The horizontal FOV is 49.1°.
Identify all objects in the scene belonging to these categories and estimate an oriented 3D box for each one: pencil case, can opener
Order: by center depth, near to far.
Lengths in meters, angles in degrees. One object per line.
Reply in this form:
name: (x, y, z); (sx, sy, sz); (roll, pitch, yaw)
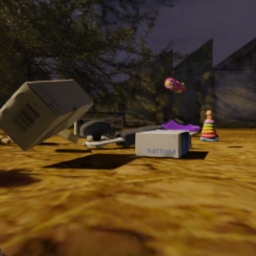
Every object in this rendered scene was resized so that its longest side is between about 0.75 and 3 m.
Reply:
can opener: (-0.124, 0.109, 9.340); (2.998, 1.002, 0.800); (-11, 8, -30)
pencil case: (1.623, -1.439, 9.610); (0.392, 0.392, 0.886); (1, -4, 40)

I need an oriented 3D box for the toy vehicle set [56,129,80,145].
toy vehicle set: (-2.358, -0.075, 8.240); (1.800, 0.239, 1.118); (26, -9, 8)

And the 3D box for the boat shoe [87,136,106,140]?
boat shoe: (-1.517, 0.442, 13.535); (0.911, 0.298, 0.335); (0, 1, -5)

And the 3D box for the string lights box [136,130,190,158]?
string lights box: (0.984, 0.388, 7.357); (1.038, 0.595, 2.020); (0, 1, 19)

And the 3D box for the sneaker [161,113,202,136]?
sneaker: (3.213, -0.215, 17.557); (2.960, 1.472, 1.029); (0, 0, 44)

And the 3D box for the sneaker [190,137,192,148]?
sneaker: (1.507, 0.394, 9.241); (1.326, 0.545, 0.490); (-2, 2, 38)

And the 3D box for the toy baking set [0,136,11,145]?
toy baking set: (-4.686, -0.190, 11.195); (2.790, 2.141, 0.325); (1, -43, 37)

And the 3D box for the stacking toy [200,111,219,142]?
stacking toy: (3.662, -0.083, 12.557); (0.799, 1.377, 0.756); (0, 1, 12)

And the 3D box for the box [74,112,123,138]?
box: (-1.609, -0.168, 15.491); (2.657, 1.462, 0.461); (0, 2, -17)

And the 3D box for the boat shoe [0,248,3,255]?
boat shoe: (-1.948, 0.300, 1.550); (2.980, 0.966, 1.072); (0, 1, 28)

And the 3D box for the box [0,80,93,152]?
box: (-1.684, -0.409, 6.238); (1.057, 0.879, 2.572); (-43, 2, 14)

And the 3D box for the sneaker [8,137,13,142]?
sneaker: (-3.890, 0.160, 11.315); (1.051, 0.939, 2.632); (-4, 4, -44)
